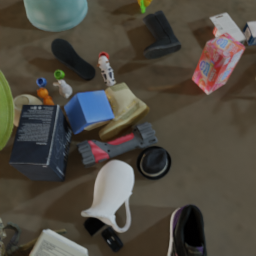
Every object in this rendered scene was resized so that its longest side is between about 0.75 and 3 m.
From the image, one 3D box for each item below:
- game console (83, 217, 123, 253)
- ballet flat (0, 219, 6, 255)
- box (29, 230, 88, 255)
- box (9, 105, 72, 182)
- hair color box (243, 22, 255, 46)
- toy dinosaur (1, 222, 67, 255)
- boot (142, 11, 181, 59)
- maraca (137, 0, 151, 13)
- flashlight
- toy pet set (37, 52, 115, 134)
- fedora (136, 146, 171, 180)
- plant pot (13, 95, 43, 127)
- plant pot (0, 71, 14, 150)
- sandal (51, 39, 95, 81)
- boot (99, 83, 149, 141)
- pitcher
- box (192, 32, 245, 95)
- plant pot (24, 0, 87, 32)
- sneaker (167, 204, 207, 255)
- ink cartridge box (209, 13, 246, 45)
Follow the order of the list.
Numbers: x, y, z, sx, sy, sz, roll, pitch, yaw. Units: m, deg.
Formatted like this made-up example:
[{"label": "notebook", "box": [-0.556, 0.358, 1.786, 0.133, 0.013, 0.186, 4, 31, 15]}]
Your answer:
[{"label": "game console", "box": [-0.691, 3.092, 8.261, 0.759, 0.155, 1.286, -37, 69, -15]}, {"label": "ballet flat", "box": [-3.671, 3.194, 7.812, 0.500, 0.555, 1.475, -27, 47, 12]}, {"label": "box", "box": [-2.093, 3.878, 7.196, 1.320, 1.125, 2.065, 28, 71, 1]}, {"label": "box", "box": [-2.539, 0.521, 8.513, 1.150, 1.856, 1.825, 1, 65, 2]}, {"label": "hair color box", "box": [5.631, -3.867, 11.305, 1.686, 0.510, 0.843, -7, 65, -3]}, {"label": "toy dinosaur", "box": [-3.283, 3.479, 7.843, 2.958, 0.702, 1.304, -39, 75, -20]}, {"label": "boot", "box": [1.041, -3.750, 11.175, 1.590, 0.633, 1.929, -16, 68, -16]}, {"label": "maraca", "box": [0.680, -5.461, 11.910, 0.632, 0.810, 1.182, 5, 72, 20]}, {"label": "flashlight", "box": [-0.380, 0.484, 9.144, 2.515, 0.851, 0.854, -22, 25, -13]}, {"label": "toy pet set", "box": [-1.731, -1.159, 9.200, 2.811, 1.493, 2.625, -22, 79, 6]}, {"label": "fedora", "box": [0.865, 1.046, 8.948, 1.217, 0.556, 1.217, 2, 65, -5]}, {"label": "plant pot", "box": [-3.546, -0.662, 9.640, 1.224, 0.822, 1.224, 0, 66, 0]}, {"label": "plant pot", "box": [-4.683, -0.380, 6.350, 2.858, 2.714, 2.858, 4, 100, 21]}, {"label": "sandal", "box": [-2.164, -2.547, 10.765, 2.133, 0.510, 0.802, 45, 71, 5]}, {"label": "boot", "box": [-0.472, -0.598, 9.659, 1.969, 0.717, 1.530, -36, 69, -12]}, {"label": "pitcher", "box": [-0.358, 2.027, 8.326, 1.543, 1.090, 1.798, 37, 59, -24]}, {"label": "box", "box": [3.073, -2.191, 9.723, 0.966, 1.882, 0.891, -31, 67, -19]}, {"label": "plant pot", "box": [-3.091, -5.545, 11.408, 2.631, 1.763, 2.631, 0, 65, 1]}, {"label": "sneaker", "box": [1.541, 3.543, 7.385, 1.131, 1.308, 2.987, 2, 66, 1]}, {"label": "ink cartridge box", "box": [3.985, -3.935, 11.415, 0.845, 0.390, 1.551, -19, 65, -9]}]
